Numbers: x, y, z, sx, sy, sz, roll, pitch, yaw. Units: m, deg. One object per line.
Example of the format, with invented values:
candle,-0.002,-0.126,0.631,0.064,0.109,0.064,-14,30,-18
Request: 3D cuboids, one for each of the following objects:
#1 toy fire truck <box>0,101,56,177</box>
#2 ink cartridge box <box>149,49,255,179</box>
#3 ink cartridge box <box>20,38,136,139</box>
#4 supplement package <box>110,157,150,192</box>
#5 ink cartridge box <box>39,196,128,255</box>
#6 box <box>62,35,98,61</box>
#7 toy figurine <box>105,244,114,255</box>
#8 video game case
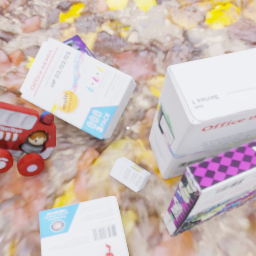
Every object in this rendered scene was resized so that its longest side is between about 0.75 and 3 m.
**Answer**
toy fire truck,-2.326,0.193,6.085,1.760,1.478,0.987,14,33,-44
ink cartridge box,1.695,-0.140,5.727,2.058,2.842,1.193,-14,64,-9
ink cartridge box,-1.413,-1.041,6.874,2.780,0.943,1.601,27,92,8
supplement package,0.050,1.048,6.365,0.754,0.429,0.413,30,103,19
ink cartridge box,-0.694,2.809,5.202,1.546,0.904,2.666,-11,61,-6
box,-1.498,-1.899,8.074,0.981,0.548,1.390,-33,65,-8
toy figurine,-0.984,2.571,3.858,2.449,1.467,1.292,-29,56,-16
video game case,2.121,0.998,5.230,2.773,2.513,0.497,-19,58,-14
